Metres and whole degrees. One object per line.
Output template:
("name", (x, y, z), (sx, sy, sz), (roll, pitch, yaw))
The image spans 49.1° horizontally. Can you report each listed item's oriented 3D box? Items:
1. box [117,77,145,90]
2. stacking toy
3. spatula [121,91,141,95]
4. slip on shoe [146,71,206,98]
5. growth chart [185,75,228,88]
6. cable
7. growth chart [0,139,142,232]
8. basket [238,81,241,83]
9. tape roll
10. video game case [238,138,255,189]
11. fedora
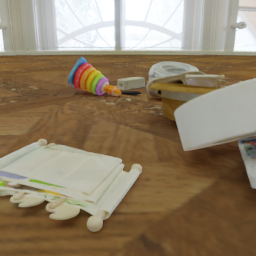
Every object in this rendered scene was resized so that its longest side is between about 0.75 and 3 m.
("box", (0.141, -1.961, 12.307), (1.232, 0.421, 0.506), (-15, 24, -38))
("stacking toy", (-1.173, -1.713, 10.824), (2.054, 1.127, 1.192), (28, -5, 14))
("spatula", (-0.371, -1.493, 11.225), (2.025, 0.208, 0.572), (13, 17, 28))
("slip on shoe", (1.933, -1.555, 10.302), (2.478, 0.942, 0.751), (-6, 23, -18))
("growth chart", (2.655, -1.363, 9.471), (1.393, 0.171, 1.925), (7, -13, 20))
("cable", (1.966, -2.245, 12.128), (2.138, 0.740, 2.137), (4, 31, 4))
("growth chart", (-1.150, 0.737, 4.556), (2.705, 0.240, 1.957), (10, 22, 28))
("basket", (3.512, -0.997, 8.656), (0.849, 0.633, 0.606), (1, 47, -55))
("tape roll", (1.937, -0.196, 4.932), (2.147, 0.751, 2.147), (-12, -10, -2))
("video game case", (2.726, 0.385, 4.463), (1.678, 0.211, 2.343), (-11, 6, 19))
("fedora", (1.571, -0.639, 7.196), (2.230, 0.910, 2.230), (4, 11, -1))
